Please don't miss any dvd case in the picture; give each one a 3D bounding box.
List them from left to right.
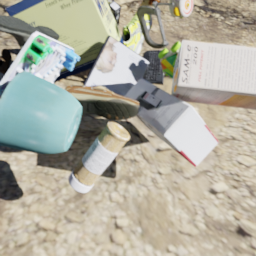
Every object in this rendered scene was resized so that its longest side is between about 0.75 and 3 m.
[{"bbox_3d":[-0.352,-1.568,8.496,1.569,0.193,2.200,30,66,-18],"label":"dvd case"}]

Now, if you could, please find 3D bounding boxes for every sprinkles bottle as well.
[{"bbox_3d":[-0.660,0.666,6.118,0.576,1.688,0.576,32,21,-14],"label":"sprinkles bottle"}]

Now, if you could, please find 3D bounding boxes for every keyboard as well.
[{"bbox_3d":[1.373,-3.010,13.009,1.425,0.543,2.738,5,46,5],"label":"keyboard"}]

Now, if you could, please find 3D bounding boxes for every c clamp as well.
[{"bbox_3d":[0.936,-3.409,9.497,1.602,1.876,0.254,27,63,33],"label":"c clamp"}]

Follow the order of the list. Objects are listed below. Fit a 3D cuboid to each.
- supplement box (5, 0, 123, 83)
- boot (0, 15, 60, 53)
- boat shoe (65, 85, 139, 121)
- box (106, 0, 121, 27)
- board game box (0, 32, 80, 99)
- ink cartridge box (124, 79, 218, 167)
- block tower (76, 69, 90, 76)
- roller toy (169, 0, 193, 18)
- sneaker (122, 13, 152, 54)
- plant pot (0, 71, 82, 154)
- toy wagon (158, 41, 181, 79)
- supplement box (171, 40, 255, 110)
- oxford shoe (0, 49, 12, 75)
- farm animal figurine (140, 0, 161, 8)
[{"bbox_3d":[-1.993,-3.501,9.663,2.764,2.761,1.855,-17,31,16],"label":"supplement box"},{"bbox_3d":[-2.955,-2.263,7.932,0.703,1.356,2.076,46,26,24],"label":"boot"},{"bbox_3d":[-0.644,-0.670,6.450,1.810,0.685,0.668,9,52,-8],"label":"boat shoe"},{"bbox_3d":[-0.938,-4.727,10.967,1.479,1.192,0.363,44,74,6],"label":"box"},{"bbox_3d":[-2.414,-0.835,6.948,0.374,2.890,2.890,37,9,-3],"label":"board game box"},{"bbox_3d":[1.026,-0.197,7.420,0.933,1.652,2.251,-48,37,0],"label":"ink cartridge box"},{"bbox_3d":[-1.223,-2.737,12.585,2.592,0.749,0.700,6,45,7],"label":"block tower"},{"bbox_3d":[2.064,-4.747,10.822,0.680,0.888,0.973,22,23,40],"label":"roller toy"},{"bbox_3d":[0.290,-3.967,11.283,0.878,0.890,2.329,6,73,39],"label":"sneaker"},{"bbox_3d":[-1.639,-0.176,5.496,1.233,1.537,1.537,19,46,0],"label":"plant pot"},{"bbox_3d":[1.611,-1.791,8.533,1.574,2.028,0.401,38,75,-18],"label":"toy wagon"},{"bbox_3d":[2.534,-1.131,6.600,2.879,1.815,1.059,7,87,4],"label":"supplement box"},{"bbox_3d":[-4.594,-2.521,10.295,0.430,0.500,1.184,-27,57,20],"label":"oxford shoe"},{"bbox_3d":[1.023,-4.914,10.042,0.708,1.137,1.408,39,83,-5],"label":"farm animal figurine"}]
